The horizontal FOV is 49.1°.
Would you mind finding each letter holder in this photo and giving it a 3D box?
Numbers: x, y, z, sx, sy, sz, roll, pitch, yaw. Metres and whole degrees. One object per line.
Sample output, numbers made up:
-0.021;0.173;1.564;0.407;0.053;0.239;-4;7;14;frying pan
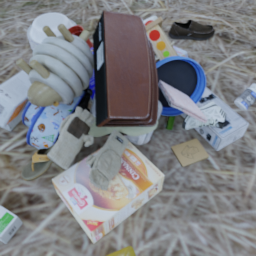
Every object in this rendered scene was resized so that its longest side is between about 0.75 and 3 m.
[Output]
0.137;-1.347;7.039;1.796;1.271;2.527;0;82;-18;letter holder

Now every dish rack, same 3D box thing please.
-0.203;-0.396;9.130;2.258;1.938;0.492;24;38;5;dish rack

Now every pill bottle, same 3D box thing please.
3.754;-0.959;8.716;0.801;0.455;0.455;-48;60;5;pill bottle

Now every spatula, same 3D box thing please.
0.302;-2.888;10.402;2.372;1.649;0.190;-32;43;-7;spatula

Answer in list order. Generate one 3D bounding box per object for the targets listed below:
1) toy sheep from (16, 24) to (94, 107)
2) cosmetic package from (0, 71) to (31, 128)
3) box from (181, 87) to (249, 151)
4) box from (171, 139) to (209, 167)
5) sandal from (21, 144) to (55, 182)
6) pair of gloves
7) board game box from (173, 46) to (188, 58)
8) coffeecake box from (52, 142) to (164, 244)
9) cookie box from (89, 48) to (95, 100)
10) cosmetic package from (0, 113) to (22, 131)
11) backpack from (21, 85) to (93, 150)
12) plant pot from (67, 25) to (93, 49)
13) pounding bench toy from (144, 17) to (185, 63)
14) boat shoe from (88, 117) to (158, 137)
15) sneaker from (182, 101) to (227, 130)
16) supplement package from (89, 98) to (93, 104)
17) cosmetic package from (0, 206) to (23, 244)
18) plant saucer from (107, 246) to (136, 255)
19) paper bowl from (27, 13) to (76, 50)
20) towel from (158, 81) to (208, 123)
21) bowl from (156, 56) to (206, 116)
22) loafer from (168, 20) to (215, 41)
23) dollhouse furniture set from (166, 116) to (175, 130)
-1.781;-1.687;7.567;1.855;1.855;2.691;25;71;20;toy sheep
-3.471;-1.116;9.024;0.786;1.118;2.205;39;38;-9;cosmetic package
3.007;-0.408;10.259;1.348;0.695;2.312;-25;54;-19;box
2.113;0.843;9.611;1.036;0.110;0.847;-17;52;-14;box
-2.228;0.752;7.530;1.598;0.432;0.642;-41;46;-20;sandal
-1.025;0.554;7.575;2.055;0.360;1.748;35;57;-26;pair of gloves
1.877;-2.924;11.757;1.455;1.451;0.299;33;82;28;board game box
-0.572;1.701;8.341;2.603;0.951;1.998;-32;57;-24;coffeecake box
-1.107;-1.867;9.646;1.261;0.554;1.475;-34;92;2;cookie box
-5.106;-0.686;10.568;2.254;0.571;0.930;19;53;15;cosmetic package
-2.320;-0.306;9.080;1.923;2.496;2.378;21;69;2;backpack
-1.722;-2.911;9.938;0.997;0.970;0.997;-11;63;23;plant pot
0.475;-2.396;9.557;2.233;1.387;1.742;-32;92;4;pounding bench toy
-0.155;-0.162;8.660;2.306;0.844;0.723;-6;6;22;boat shoe
2.603;-0.255;9.171;1.647;0.622;0.948;-29;51;-26;sneaker
-1.634;-1.555;10.333;1.299;0.720;1.011;20;84;-3;supplement package
-3.764;2.566;7.890;1.334;0.566;0.718;24;56;16;cosmetic package
-0.422;4.040;6.740;1.922;0.466;1.922;-17;53;-15;plant saucer
-3.588;-4.555;13.357;2.374;1.234;2.374;0;52;0;paper bowl
1.624;-0.793;8.528;1.387;0.234;1.453;24;26;-26;towel
1.462;-1.325;8.943;2.015;2.015;0.396;-8;35;-7;bowl
3.197;-4.890;13.877;2.324;0.829;0.848;-4;51;-3;loafer
1.260;-0.895;10.545;1.140;0.873;1.740;10;51;8;dollhouse furniture set
